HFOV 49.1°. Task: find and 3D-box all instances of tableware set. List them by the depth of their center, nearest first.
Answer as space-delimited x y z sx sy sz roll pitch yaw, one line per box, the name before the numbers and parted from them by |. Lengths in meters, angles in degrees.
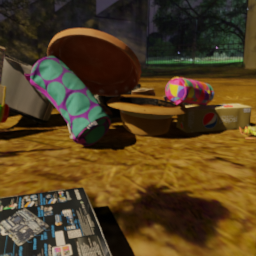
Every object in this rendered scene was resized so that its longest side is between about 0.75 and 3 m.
tableware set | 1.044 -0.865 10.641 1.901 0.264 2.276 2 -24 -1

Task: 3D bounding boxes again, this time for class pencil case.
pencil case | -1.639 -0.757 7.729 1.195 1.100 2.586 -33 71 -25
pencil case | 1.980 -1.096 8.939 0.856 0.856 1.938 12 12 43

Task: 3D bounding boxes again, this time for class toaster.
toaster | -3.978 -1.469 10.376 2.700 1.772 2.986 23 6 -14

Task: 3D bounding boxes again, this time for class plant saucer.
plant saucer | -0.962 -1.859 8.189 2.733 0.441 2.733 11 -26 5

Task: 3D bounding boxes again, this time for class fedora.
fedora | 0.568 -0.384 9.096 2.625 1.071 2.625 4 16 -1

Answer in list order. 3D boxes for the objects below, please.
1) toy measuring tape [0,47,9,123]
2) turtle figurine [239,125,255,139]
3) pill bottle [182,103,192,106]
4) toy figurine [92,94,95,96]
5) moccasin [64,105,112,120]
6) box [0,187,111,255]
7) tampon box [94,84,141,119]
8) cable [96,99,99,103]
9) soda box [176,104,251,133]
toy measuring tape | -4.261 -1.057 8.715 1.100 2.989 1.100 -3 -17 -1
turtle figurine | 3.967 0.089 8.604 0.941 0.376 1.167 0 13 1
pill bottle | 2.344 -1.352 12.770 1.196 1.196 2.138 2 18 9
toy figurine | -1.116 -1.984 11.149 1.403 1.144 1.524 -22 26 23
moccasin | -1.469 -0.564 10.134 2.031 0.743 0.784 -13 61 -43
box | -1.068 1.301 3.190 1.457 0.422 1.833 -4 14 -18
tampon box | -0.554 -1.321 12.434 1.681 1.416 2.242 -4 13 -17
cable | -1.604 -0.839 10.819 0.980 0.339 0.981 -30 42 -33
soda box | 2.943 -0.366 9.688 2.445 0.783 0.828 -3 13 -15
